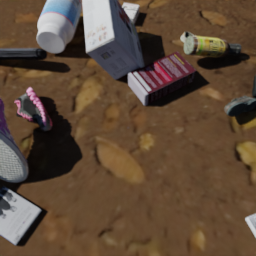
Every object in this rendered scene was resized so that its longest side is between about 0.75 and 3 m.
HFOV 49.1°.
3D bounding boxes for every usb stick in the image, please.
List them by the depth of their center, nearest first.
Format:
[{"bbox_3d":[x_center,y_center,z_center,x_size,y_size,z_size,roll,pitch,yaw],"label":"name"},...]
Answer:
[{"bbox_3d":[-4.049,-2.580,9.792,2.426,0.673,0.396,4,94,13],"label":"usb stick"}]

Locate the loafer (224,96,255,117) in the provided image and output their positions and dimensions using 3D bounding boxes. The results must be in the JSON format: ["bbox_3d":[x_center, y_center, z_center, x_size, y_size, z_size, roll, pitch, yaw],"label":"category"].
[{"bbox_3d":[3.431,-0.711,8.758,1.485,0.533,0.467,-13,44,-34],"label":"loafer"}]

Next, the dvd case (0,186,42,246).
[{"bbox_3d":[-3.035,2.227,7.187,1.329,0.164,0.999,26,61,15],"label":"dvd case"}]

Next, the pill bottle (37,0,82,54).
[{"bbox_3d":[-2.582,-3.987,10.461,1.316,1.316,2.421,5,57,3],"label":"pill bottle"}]

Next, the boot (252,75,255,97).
[{"bbox_3d":[4.632,-1.365,9.340,0.846,0.384,1.006,15,52,14],"label":"boot"}]

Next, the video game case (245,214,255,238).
[{"bbox_3d":[3.832,2.671,6.904,1.282,0.165,1.411,-17,59,-11],"label":"video game case"}]

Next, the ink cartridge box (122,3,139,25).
[{"bbox_3d":[0.018,-4.639,11.431,0.673,0.380,0.916,13,59,9],"label":"ink cartridge box"}]

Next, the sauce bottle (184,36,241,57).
[{"bbox_3d":[3.000,-2.821,9.813,2.061,0.667,0.667,-3,56,-18],"label":"sauce bottle"}]

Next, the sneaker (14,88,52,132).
[{"bbox_3d":[-2.977,-0.443,8.635,0.854,0.708,1.791,-30,54,-12],"label":"sneaker"}]

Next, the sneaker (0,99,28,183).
[{"bbox_3d":[-3.387,0.108,7.470,0.977,2.695,1.536,-19,29,9],"label":"sneaker"}]

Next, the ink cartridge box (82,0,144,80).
[{"bbox_3d":[-0.465,-3.112,9.742,1.072,2.245,2.557,-22,58,22],"label":"ink cartridge box"}]

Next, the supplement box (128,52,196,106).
[{"bbox_3d":[1.118,-1.677,9.400,2.014,0.613,1.096,-27,61,-14],"label":"supplement box"}]

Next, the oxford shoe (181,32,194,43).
[{"bbox_3d":[2.568,-3.261,10.574,1.260,0.364,0.474,32,60,16],"label":"oxford shoe"}]
